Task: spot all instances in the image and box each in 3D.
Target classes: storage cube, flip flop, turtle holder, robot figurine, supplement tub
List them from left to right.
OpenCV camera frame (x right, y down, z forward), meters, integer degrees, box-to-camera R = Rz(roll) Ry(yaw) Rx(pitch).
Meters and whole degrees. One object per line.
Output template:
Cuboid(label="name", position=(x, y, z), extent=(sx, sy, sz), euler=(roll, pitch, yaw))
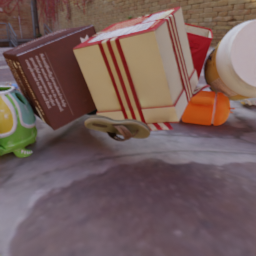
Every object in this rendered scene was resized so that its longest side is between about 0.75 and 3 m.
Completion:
Cuboid(label="turtle holder", position=(-3.223, -0.113, 6.759), extent=(1.691, 1.580, 2.226), euler=(7, 21, 18))
Cuboid(label="flip flop", position=(-0.159, 0.049, 4.265), extent=(1.021, 0.414, 0.294), euler=(11, 53, -16))
Cuboid(label="storage cube", position=(1.760, -2.495, 9.335), extent=(1.598, 1.681, 1.870), euler=(15, 30, 6))
Cuboid(label="robot figurine", position=(2.403, -0.652, 8.996), extent=(1.894, 1.362, 1.104), euler=(8, 42, 17))
Cuboid(label="supplement tub", position=(3.625, -1.961, 8.561), extent=(2.149, 2.149, 2.976), euler=(1, 2, 4))

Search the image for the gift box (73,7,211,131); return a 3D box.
Cuboid(label="gift box", position=(0.424, -1.135, 5.999), extent=(2.271, 2.121, 2.096), euler=(2, 34, 33))

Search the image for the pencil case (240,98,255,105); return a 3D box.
Cuboid(label="pencil case", position=(5.514, -1.175, 10.458), extent=(2.575, 1.070, 1.168), euler=(18, 29, 40))

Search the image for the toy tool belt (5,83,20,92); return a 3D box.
Cuboid(label="toy tool belt", position=(-5.308, -1.810, 12.778), extent=(0.686, 0.675, 1.099), euler=(-8, 21, -20))

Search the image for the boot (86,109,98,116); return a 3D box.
Cuboid(label="boot", position=(-2.051, -1.741, 9.719), extent=(2.554, 0.945, 2.093), euler=(34, 21, -39))

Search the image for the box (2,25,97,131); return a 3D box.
Cuboid(label="box", position=(-1.794, -1.382, 7.230), extent=(1.867, 1.886, 2.273), euler=(-30, 27, -21))
